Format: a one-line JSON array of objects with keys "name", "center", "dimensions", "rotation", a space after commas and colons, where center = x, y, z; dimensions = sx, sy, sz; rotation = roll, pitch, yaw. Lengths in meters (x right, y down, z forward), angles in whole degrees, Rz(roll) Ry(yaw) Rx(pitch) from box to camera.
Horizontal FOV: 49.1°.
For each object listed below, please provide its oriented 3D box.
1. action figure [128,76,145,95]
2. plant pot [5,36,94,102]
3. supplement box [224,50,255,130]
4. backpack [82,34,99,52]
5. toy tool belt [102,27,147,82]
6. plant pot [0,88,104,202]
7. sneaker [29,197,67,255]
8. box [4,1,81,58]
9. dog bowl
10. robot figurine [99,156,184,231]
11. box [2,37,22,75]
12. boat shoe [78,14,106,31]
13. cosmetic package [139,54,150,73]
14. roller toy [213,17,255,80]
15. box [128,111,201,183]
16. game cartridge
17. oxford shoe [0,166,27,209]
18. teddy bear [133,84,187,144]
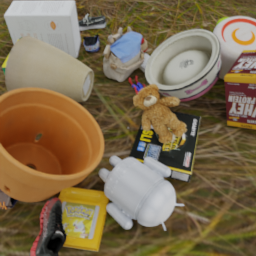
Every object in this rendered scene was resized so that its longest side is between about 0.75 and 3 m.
[{"name": "action figure", "center": [0.473, -1.549, 11.252], "dimensions": [0.484, 0.382, 1.479], "rotation": [-16, 52, -17]}, {"name": "plant pot", "center": [-2.663, -1.850, 10.277], "dimensions": [2.548, 2.386, 2.386], "rotation": [17, 49, 7]}, {"name": "supplement box", "center": [4.364, -1.339, 9.651], "dimensions": [1.354, 2.011, 2.039], "rotation": [11, 43, 35]}, {"name": "backpack", "center": [-1.732, -3.944, 13.232], "dimensions": [0.839, 0.646, 0.799], "rotation": [-8, 43, 10]}, {"name": "toy tool belt", "center": [-0.064, -3.356, 11.753], "dimensions": [1.704, 1.677, 2.729], "rotation": [23, 59, 26]}, {"name": "plant pot", "center": [-2.411, 0.637, 7.600], "dimensions": [2.920, 2.044, 2.920], "rotation": [23, 39, -21]}, {"name": "sneaker", "center": [-1.833, 2.476, 6.889], "dimensions": [0.816, 0.590, 1.670], "rotation": [-23, 43, 31]}, {"name": "box", "center": [-3.714, -4.421, 12.656], "dimensions": [2.768, 2.108, 1.472], "rotation": [0, 48, 0]}, {"name": "dog bowl", "center": [2.127, -2.251, 10.494], "dimensions": [2.896, 1.068, 2.896], "rotation": [-20, 49, 24]}, {"name": "robot figurine", "center": [0.290, 1.715, 7.575], "dimensions": [2.339, 1.321, 1.984], "rotation": [32, 76, 26]}, {"name": "box", "center": [-4.359, -2.613, 11.517], "dimensions": [0.561, 1.361, 2.319], "rotation": [0, 47, 0]}, {"name": "boat shoe", "center": [-2.099, -5.569, 14.720], "dimensions": [1.835, 0.627, 0.677], "rotation": [-4, 48, -3]}, {"name": "cosmetic package", "center": [0.787, -2.890, 12.522], "dimensions": [0.739, 0.253, 0.981], "rotation": [-26, 53, -22]}, {"name": "roller toy", "center": [4.498, -3.165, 11.619], "dimensions": [2.336, 1.790, 2.561], "rotation": [21, 66, 11]}, {"name": "box", "center": [1.256, 0.445, 9.250], "dimensions": [1.959, 0.605, 2.453], "rotation": [12, 49, 13]}, {"name": "game cartridge", "center": [-1.349, 2.423, 7.659], "dimensions": [1.443, 0.266, 1.637], "rotation": [6, 49, 5]}, {"name": "oxford shoe", "center": [-3.683, 1.929, 7.754], "dimensions": [2.334, 0.832, 0.851], "rotation": [-29, 58, -25]}, {"name": "teddy bear", "center": [0.951, -0.375, 8.446], "dimensions": [1.373, 1.893, 0.632], "rotation": [-12, 19, 24]}]
